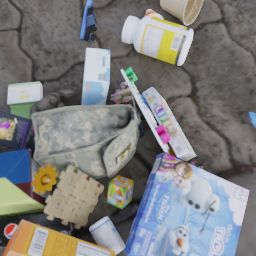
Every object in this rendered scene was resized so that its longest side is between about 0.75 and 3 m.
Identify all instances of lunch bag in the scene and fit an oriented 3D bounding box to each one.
[{"bbox_3d":[-0.920,0.445,7.395,2.575,2.112,1.514,-12,62,-5],"label":"lunch bag"}]

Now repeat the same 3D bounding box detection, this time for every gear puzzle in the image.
[{"bbox_3d":[-1.481,1.555,6.630,0.327,2.500,1.295,16,71,31],"label":"gear puzzle"}]

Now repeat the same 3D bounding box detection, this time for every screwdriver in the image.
[{"bbox_3d":[0.173,-0.622,8.434,0.274,0.263,1.886,-18,97,-21],"label":"screwdriver"}]

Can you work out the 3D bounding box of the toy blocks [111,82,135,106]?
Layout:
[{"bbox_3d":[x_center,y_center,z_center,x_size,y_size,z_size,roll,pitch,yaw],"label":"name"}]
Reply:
[{"bbox_3d":[-0.280,-0.985,8.765,0.643,0.714,0.764,-19,70,-18],"label":"toy blocks"}]

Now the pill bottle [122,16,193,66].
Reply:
[{"bbox_3d":[0.962,-2.987,9.360,2.192,1.228,1.228,21,68,9],"label":"pill bottle"}]

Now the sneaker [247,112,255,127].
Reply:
[{"bbox_3d":[4.190,-0.054,8.316,1.416,0.555,0.467,45,34,6],"label":"sneaker"}]

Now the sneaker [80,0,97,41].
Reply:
[{"bbox_3d":[-1.333,-3.775,9.903,0.533,0.479,1.367,9,102,-14],"label":"sneaker"}]

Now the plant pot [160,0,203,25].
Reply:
[{"bbox_3d":[1.873,-4.559,10.139,1.180,1.289,1.289,33,70,25],"label":"plant pot"}]

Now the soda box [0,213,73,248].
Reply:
[{"bbox_3d":[-2.509,2.610,7.236,2.086,0.660,0.738,-5,73,-3],"label":"soda box"}]

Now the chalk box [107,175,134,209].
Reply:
[{"bbox_3d":[-0.217,1.801,7.558,0.514,0.824,0.511,16,22,26],"label":"chalk box"}]

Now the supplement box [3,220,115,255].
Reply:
[{"bbox_3d":[-1.468,2.886,6.198,2.337,0.778,0.804,28,38,-16],"label":"supplement box"}]

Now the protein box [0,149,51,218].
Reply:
[{"bbox_3d":[-3.063,1.504,7.114,1.795,1.809,1.220,-8,67,-4],"label":"protein box"}]

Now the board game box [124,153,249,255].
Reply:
[{"bbox_3d":[1.541,2.304,7.027,2.563,0.559,2.576,24,71,-8],"label":"board game box"}]

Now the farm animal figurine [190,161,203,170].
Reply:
[{"bbox_3d":[1.646,1.402,7.918,0.928,0.484,0.918,6,77,-2],"label":"farm animal figurine"}]

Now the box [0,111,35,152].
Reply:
[{"bbox_3d":[-3.402,0.058,7.658,1.680,1.027,0.891,17,78,-3],"label":"box"}]

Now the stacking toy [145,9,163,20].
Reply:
[{"bbox_3d":[0.823,-4.010,10.202,0.756,0.756,1.034,-9,50,-4],"label":"stacking toy"}]

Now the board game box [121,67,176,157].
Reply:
[{"bbox_3d":[0.655,-0.332,7.683,0.289,2.233,2.232,-28,69,6],"label":"board game box"}]

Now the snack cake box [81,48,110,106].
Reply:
[{"bbox_3d":[-0.969,-1.165,8.075,0.669,1.991,1.145,4,61,-10],"label":"snack cake box"}]

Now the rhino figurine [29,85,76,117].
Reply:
[{"bbox_3d":[-2.324,-0.828,8.735,1.720,0.514,0.752,-39,33,-17],"label":"rhino figurine"}]

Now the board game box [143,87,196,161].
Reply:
[{"bbox_3d":[1.200,-0.073,8.010,0.348,1.369,2.036,-31,70,13],"label":"board game box"}]

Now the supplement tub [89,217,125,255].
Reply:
[{"bbox_3d":[-0.535,2.787,7.134,0.589,0.589,0.893,-32,76,-13],"label":"supplement tub"}]

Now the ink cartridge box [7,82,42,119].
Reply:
[{"bbox_3d":[-3.268,-0.752,8.905,1.036,0.341,1.424,-7,65,-3],"label":"ink cartridge box"}]
